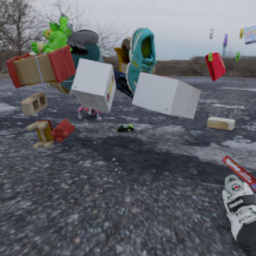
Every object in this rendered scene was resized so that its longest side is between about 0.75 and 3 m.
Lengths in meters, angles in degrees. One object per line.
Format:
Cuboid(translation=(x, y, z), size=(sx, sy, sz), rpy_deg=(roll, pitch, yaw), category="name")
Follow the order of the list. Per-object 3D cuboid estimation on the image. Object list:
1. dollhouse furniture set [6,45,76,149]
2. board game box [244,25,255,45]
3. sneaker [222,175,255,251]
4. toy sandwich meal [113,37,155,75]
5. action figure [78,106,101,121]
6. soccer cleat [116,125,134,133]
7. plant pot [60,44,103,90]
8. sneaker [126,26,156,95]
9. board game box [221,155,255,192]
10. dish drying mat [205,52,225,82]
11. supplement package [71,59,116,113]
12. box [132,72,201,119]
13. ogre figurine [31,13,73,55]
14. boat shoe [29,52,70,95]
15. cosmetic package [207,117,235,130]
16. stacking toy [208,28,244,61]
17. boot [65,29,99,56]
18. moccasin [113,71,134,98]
Cuboid(translation=(-2.084, -0.788, 7.612), size=(1.380, 2.565, 1.043), rpy_deg=(-3, 24, 18), category="dollhouse furniture set")
Cuboid(translation=(3.692, -2.662, 7.889), size=(0.795, 0.601, 0.145), rpy_deg=(-7, -33, 23), category="board game box")
Cuboid(translation=(2.342, 1.646, 5.823), size=(0.783, 0.935, 2.113), rpy_deg=(-27, 7, 12), category="sneaker")
Cuboid(translation=(0.210, -2.907, 13.372), size=(0.955, 2.790, 2.790), rpy_deg=(-32, 27, -22), category="toy sandwich meal")
Cuboid(translation=(-2.124, -1.206, 16.238), size=(1.394, 1.549, 2.081), rpy_deg=(6, 1, 2), category="action figure")
Cuboid(translation=(-0.136, 0.051, 13.556), size=(0.979, 0.331, 0.397), rpy_deg=(-14, 35, -41), category="soccer cleat")
Cuboid(translation=(-1.895, -2.275, 11.255), size=(2.133, 2.133, 1.437), rpy_deg=(5, -27, 17), category="plant pot")
Cuboid(translation=(0.511, -2.226, 9.948), size=(1.007, 2.598, 1.035), rpy_deg=(-10, 27, -17), category="sneaker")
Cuboid(translation=(3.137, 1.521, 6.434), size=(1.307, 0.247, 2.540), rpy_deg=(42, 8, -13), category="board game box")
Cuboid(translation=(3.289, -2.342, 10.440), size=(0.227, 0.958, 2.493), rpy_deg=(-15, 9, 28), category="dish drying mat")
Cuboid(translation=(-0.846, -1.046, 7.317), size=(0.822, 0.853, 1.500), rpy_deg=(12, -10, 3), category="supplement package")
Cuboid(translation=(1.436, -1.087, 9.974), size=(1.462, 1.145, 2.350), rpy_deg=(18, 8, 30), category="box")
Cuboid(translation=(-2.200, -2.604, 8.379), size=(1.822, 0.894, 1.092), rpy_deg=(-44, 37, -17), category="ogre figurine")
Cuboid(translation=(-3.694, -2.628, 13.402), size=(0.887, 2.831, 1.037), rpy_deg=(-9, 52, 17), category="boat shoe")
Cuboid(translation=(4.735, -0.220, 14.299), size=(1.225, 0.435, 0.644), rpy_deg=(9, 17, 32), category="cosmetic package")
Cuboid(translation=(2.815, -2.368, 8.144), size=(0.899, 1.192, 0.280), rpy_deg=(6, 56, 17), category="stacking toy")
Cuboid(translation=(-1.579, -2.805, 9.441), size=(1.714, 0.598, 1.128), rpy_deg=(-9, 51, -35), category="boot")
Cuboid(translation=(0.217, -1.696, 12.244), size=(2.632, 1.059, 0.897), rpy_deg=(10, 14, -38), category="moccasin")
